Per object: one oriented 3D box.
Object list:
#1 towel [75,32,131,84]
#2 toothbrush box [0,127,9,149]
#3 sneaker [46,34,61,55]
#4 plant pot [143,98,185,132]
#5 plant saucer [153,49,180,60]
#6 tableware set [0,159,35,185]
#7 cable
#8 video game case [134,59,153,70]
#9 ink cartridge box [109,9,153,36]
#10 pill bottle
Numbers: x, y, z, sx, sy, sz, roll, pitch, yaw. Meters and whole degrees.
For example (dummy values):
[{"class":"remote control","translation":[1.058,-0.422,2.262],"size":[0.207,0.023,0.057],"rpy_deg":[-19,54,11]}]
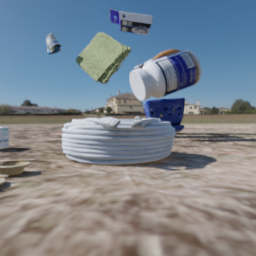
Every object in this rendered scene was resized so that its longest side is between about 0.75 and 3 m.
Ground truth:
[{"class":"towel","translation":[-1.097,-2.913,11.581],"size":[2.558,1.897,0.467],"rpy_deg":[42,1,42]},{"class":"toothbrush box","translation":[-3.546,0.238,6.453],"size":[1.258,0.537,0.921],"rpy_deg":[1,2,2]},{"class":"sneaker","translation":[-3.413,-3.818,12.670],"size":[0.621,0.718,1.657],"rpy_deg":[-25,7,-19]},{"class":"plant pot","translation":[1.805,-0.582,13.922],"size":[1.847,1.661,1.847],"rpy_deg":[-6,2,-1]},{"class":"plant saucer","translation":[1.923,-2.996,13.926],"size":[2.056,0.385,2.056],"rpy_deg":[-17,-30,-10]},{"class":"tableware set","translation":[-1.845,0.512,3.243],"size":[1.184,0.164,1.417],"rpy_deg":[0,1,1]},{"class":"cable","translation":[-0.157,0.195,5.113],"size":[2.051,0.710,2.051],"rpy_deg":[-1,0,42]},{"class":"video game case","translation":[0.963,-2.296,12.199],"size":[0.149,1.181,1.649],"rpy_deg":[-42,16,-19]},{"class":"ink cartridge box","translation":[0.060,-3.775,10.105],"size":[1.510,0.328,1.496],"rpy_deg":[10,4,-2]},{"class":"pill bottle","translation":[1.274,-1.790,9.720],"size":[2.259,1.307,1.307],"rpy_deg":[-21,9,-19]}]
